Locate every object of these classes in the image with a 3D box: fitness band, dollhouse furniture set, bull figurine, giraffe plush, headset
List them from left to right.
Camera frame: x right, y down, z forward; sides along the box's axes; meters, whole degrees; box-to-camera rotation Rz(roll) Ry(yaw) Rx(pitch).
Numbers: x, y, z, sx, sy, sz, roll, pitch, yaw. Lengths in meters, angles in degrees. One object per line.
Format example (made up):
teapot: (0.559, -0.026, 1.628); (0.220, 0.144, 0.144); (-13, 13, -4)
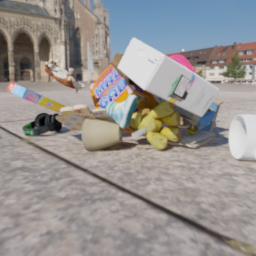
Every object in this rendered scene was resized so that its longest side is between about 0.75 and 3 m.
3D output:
headset: (-3.422, -0.091, 12.400); (1.503, 1.144, 2.434); (5, 26, 40)
bull figurine: (-2.146, -1.758, 9.436); (1.521, 0.495, 0.923); (28, -22, -7)
giraffe plush: (0.680, -0.136, 9.581); (1.865, 1.609, 1.512); (-11, 13, -20)
fitness band: (2.362, -2.019, 12.320); (0.456, 2.437, 1.750); (-26, -6, -23)
dollhouse furniture set: (2.208, -0.415, 10.995); (2.229, 1.540, 2.361); (29, 35, 31)

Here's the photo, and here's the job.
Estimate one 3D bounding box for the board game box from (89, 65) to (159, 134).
board game box: (-0.042, -1.208, 10.949); (1.919, 1.919, 1.920); (-40, -39, 26)

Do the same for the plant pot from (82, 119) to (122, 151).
plant pot: (-0.799, 0.217, 9.103); (1.123, 1.052, 1.052); (-2, 10, 12)

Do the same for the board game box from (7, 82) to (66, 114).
board game box: (-2.969, -0.962, 9.152); (1.186, 0.312, 1.550); (23, 0, 42)

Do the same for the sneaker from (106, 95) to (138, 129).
sneaker: (-0.265, -0.651, 8.629); (0.904, 1.385, 0.551); (37, 50, 13)

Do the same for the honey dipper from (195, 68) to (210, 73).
honey dipper: (3.217, -2.498, 12.000); (0.214, 0.214, 1.129); (8, 17, 38)

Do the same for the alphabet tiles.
alphabet tiles: (-1.414, -0.212, 9.674); (1.950, 0.146, 1.994); (-6, -27, 21)

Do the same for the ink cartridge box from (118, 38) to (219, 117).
ink cartridge box: (1.107, -1.387, 7.849); (2.345, 0.985, 1.698); (20, 18, -37)

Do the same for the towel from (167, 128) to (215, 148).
towel: (2.248, 0.360, 10.355); (1.350, 0.351, 2.037); (11, 14, 36)

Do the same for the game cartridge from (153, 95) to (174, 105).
game cartridge: (1.237, -1.099, 9.487); (0.661, 0.992, 0.203); (-48, 20, -13)

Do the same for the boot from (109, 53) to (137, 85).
boot: (0.512, -2.115, 9.697); (1.115, 1.088, 2.955); (39, 24, 23)

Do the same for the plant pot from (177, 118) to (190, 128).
plant pot: (2.492, -0.786, 13.601); (1.883, 1.883, 1.264); (-1, -16, -8)

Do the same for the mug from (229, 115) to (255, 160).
mug: (3.946, 0.445, 7.983); (1.565, 1.318, 1.785); (3, 40, -1)
